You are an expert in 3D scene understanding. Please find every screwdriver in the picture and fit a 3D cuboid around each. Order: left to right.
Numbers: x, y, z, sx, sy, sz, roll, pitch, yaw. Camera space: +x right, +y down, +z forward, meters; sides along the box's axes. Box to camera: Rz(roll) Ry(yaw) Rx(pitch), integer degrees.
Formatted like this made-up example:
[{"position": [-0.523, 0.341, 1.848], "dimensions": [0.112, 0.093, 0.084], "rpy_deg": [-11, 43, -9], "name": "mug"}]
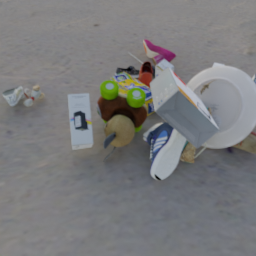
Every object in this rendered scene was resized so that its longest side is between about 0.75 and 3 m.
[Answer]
[{"position": [0.701, -3.247, 14.182], "dimensions": [0.390, 0.374, 2.684], "rpy_deg": [-32, 51, -21], "name": "screwdriver"}]

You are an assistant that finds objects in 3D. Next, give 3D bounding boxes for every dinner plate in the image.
[{"position": [3.019, -0.741, 9.762], "dimensions": [2.928, 2.928, 0.355], "rpy_deg": [37, 18, 34], "name": "dinner plate"}]

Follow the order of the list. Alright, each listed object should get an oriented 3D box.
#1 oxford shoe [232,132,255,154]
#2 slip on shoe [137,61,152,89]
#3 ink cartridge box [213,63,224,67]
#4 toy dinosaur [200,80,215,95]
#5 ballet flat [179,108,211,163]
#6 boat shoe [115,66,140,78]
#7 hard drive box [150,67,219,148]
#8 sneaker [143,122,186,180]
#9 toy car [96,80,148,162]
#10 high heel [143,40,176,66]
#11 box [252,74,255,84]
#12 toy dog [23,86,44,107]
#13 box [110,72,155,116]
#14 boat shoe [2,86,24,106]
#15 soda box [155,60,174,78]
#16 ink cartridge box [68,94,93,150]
[{"position": [3.733, 0.470, 9.717], "dimensions": [2.173, 0.765, 0.812], "rpy_deg": [24, 39, 38], "name": "oxford shoe"}, {"position": [0.786, -2.206, 12.681], "dimensions": [0.751, 0.620, 2.026], "rpy_deg": [7, 57, 0], "name": "slip on shoe"}, {"position": [4.419, -2.874, 13.896], "dimensions": [0.519, 0.240, 0.953], "rpy_deg": [17, 46, 19], "name": "ink cartridge box"}, {"position": [2.681, -1.432, 9.583], "dimensions": [0.220, 0.756, 0.382], "rpy_deg": [45, 31, 4], "name": "toy dinosaur"}, {"position": [2.444, 0.299, 9.480], "dimensions": [0.665, 0.718, 2.036], "rpy_deg": [30, 92, 10], "name": "ballet flat"}, {"position": [0.072, -2.697, 13.296], "dimensions": [1.518, 0.503, 0.531], "rpy_deg": [-7, 36, -29], "name": "boat shoe"}, {"position": [1.649, -0.713, 8.743], "dimensions": [1.800, 0.887, 2.310], "rpy_deg": [40, 20, -19], "name": "hard drive box"}, {"position": [0.992, 0.725, 9.577], "dimensions": [1.541, 0.848, 2.105], "rpy_deg": [6, 59, 51], "name": "sneaker"}, {"position": [-0.473, -0.044, 9.606], "dimensions": [1.858, 1.935, 2.355], "rpy_deg": [17, 58, 9], "name": "toy car"}, {"position": [1.560, -4.081, 14.586], "dimensions": [1.122, 0.788, 2.339], "rpy_deg": [-20, 42, -3], "name": "high heel"}, {"position": [4.266, -0.947, 10.302], "dimensions": [0.351, 1.863, 1.272], "rpy_deg": [30, 34, 10], "name": "box"}, {"position": [-4.068, -1.325, 11.756], "dimensions": [0.566, 0.775, 1.175], "rpy_deg": [-2, 16, 24], "name": "toy dog"}, {"position": [0.253, -1.465, 11.805], "dimensions": [0.760, 0.829, 2.365], "rpy_deg": [-30, 48, -25], "name": "box"}, {"position": [-4.735, -1.332, 11.651], "dimensions": [0.699, 0.608, 1.896], "rpy_deg": [-19, 17, -10], "name": "boat shoe"}, {"position": [1.479, -2.024, 11.559], "dimensions": [0.523, 1.641, 0.559], "rpy_deg": [-40, 67, -15], "name": "soda box"}, {"position": [-1.592, -0.174, 9.371], "dimensions": [0.691, 1.217, 1.669], "rpy_deg": [-5, 81, -11], "name": "ink cartridge box"}]
